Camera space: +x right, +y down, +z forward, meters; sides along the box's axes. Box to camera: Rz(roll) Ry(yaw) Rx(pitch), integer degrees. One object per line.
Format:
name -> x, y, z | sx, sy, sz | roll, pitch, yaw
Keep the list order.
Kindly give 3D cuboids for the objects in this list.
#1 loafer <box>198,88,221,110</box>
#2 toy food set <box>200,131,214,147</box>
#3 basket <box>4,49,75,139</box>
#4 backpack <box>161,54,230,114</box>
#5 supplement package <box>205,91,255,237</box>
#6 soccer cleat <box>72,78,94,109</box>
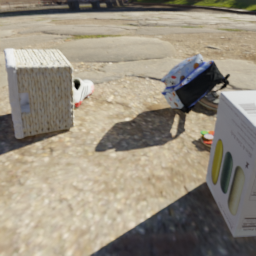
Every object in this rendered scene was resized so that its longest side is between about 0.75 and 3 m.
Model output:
loafer -> 3.881, -1.830, 13.977 | 1.066, 0.932, 2.964 | -8, 30, -15
toy food set -> 3.297, 0.421, 10.622 | 1.118, 0.275, 1.130 | -7, 30, -12
basket -> -3.713, -1.574, 11.579 | 2.382, 2.936, 2.962 | -8, 29, -23
backpack -> 2.597, -1.886, 12.412 | 2.640, 2.033, 2.514 | -33, 1, -13
supplement package -> 3.556, 0.827, 7.104 | 2.236, 2.968, 2.253 | -2, 29, -4
soccer cleat -> -2.413, -2.025, 14.024 | 0.994, 1.233, 2.896 | 6, 30, 10
